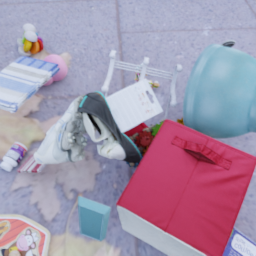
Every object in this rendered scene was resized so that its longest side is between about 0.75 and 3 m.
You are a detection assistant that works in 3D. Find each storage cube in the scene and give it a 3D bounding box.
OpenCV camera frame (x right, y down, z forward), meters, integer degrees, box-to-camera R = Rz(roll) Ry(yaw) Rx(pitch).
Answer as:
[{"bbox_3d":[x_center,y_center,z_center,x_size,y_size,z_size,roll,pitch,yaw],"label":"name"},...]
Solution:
[{"bbox_3d":[1.351,1.730,7.010,2.359,2.759,2.480,25,64,17],"label":"storage cube"}]

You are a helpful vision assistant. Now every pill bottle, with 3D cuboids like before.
[{"bbox_3d":[-3.656,0.930,8.925,0.485,0.485,0.870,18,56,13],"label":"pill bottle"}]

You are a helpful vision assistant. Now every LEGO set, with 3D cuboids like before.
[{"bbox_3d":[0.655,-1.679,10.341,0.697,1.516,0.564,-28,54,16],"label":"LEGO set"}]

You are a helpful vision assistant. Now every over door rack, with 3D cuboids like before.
[{"bbox_3d":[0.249,-0.612,8.458,2.207,2.988,0.995,12,16,-1],"label":"over door rack"}]

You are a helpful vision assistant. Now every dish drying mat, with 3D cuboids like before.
[{"bbox_3d":[0.375,0.247,8.476,0.739,1.923,0.175,-31,48,17],"label":"dish drying mat"}]

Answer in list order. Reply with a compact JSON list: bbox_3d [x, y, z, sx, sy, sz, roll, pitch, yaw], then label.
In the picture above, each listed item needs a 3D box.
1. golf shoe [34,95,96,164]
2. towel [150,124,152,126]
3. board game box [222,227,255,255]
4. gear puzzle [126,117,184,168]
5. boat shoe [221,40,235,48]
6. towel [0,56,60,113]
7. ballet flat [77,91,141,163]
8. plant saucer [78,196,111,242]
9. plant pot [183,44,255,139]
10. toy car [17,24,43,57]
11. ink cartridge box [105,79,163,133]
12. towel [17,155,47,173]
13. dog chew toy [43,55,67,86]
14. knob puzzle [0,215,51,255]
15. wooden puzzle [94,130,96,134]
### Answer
[{"bbox_3d":[-1.812,-0.013,8.241,1.453,1.170,2.988,-19,23,18],"label":"golf shoe"},{"bbox_3d":[1.326,0.171,9.040,1.109,0.813,0.120,8,64,39],"label":"towel"},{"bbox_3d":[3.107,3.951,6.202,2.949,0.508,1.996,36,60,5],"label":"board game box"},{"bbox_3d":[0.892,0.426,8.337,2.330,1.207,0.305,-28,35,3],"label":"gear puzzle"},{"bbox_3d":[3.198,-2.689,9.424,0.822,0.293,0.248,-11,54,43],"label":"boat shoe"},{"bbox_3d":[-3.615,-1.510,9.208,1.805,0.293,2.457,17,50,20],"label":"towel"},{"bbox_3d":[-0.552,0.223,7.280,0.835,2.456,0.840,-1,39,50],"label":"ballet flat"},{"bbox_3d":[-0.845,2.219,6.571,0.735,2.101,0.199,18,53,6],"label":"plant saucer"},{"bbox_3d":[2.985,-0.861,7.812,1.818,2.714,2.714,18,54,35],"label":"plant pot"},{"bbox_3d":[-4.156,-3.716,12.111,0.983,1.147,1.311,9,44,-37],"label":"toy car"},{"bbox_3d":[0.126,-0.596,7.617,1.298,0.325,1.052,-27,88,-9],"label":"ink cartridge box"},{"bbox_3d":[-2.840,1.086,8.647,1.089,0.124,0.784,-7,35,33],"label":"towel"},{"bbox_3d":[-3.209,-2.130,10.902,1.650,1.028,1.028,-34,60,-14],"label":"dog chew toy"},{"bbox_3d":[-3.289,3.348,7.202,2.901,0.402,2.901,0,53,0],"label":"knob puzzle"},{"bbox_3d":[-0.931,-0.279,9.943,1.186,0.275,1.099,33,61,22],"label":"wooden puzzle"}]
